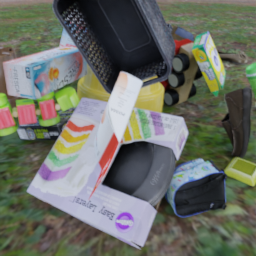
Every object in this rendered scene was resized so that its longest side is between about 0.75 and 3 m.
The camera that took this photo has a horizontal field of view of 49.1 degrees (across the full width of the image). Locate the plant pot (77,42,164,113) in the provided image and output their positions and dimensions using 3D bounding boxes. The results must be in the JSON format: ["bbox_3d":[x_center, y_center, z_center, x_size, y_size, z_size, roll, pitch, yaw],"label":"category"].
[{"bbox_3d":[-0.180,-1.858,9.090,2.898,2.726,2.898,5,25,-2],"label":"plant pot"}]

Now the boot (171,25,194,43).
[{"bbox_3d":[2.983,-3.907,13.463,3.000,1.454,1.121,-1,37,-35],"label":"boot"}]

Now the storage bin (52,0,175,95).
[{"bbox_3d":[-0.187,-2.247,6.419,1.769,2.617,1.227,-16,36,27],"label":"storage bin"}]

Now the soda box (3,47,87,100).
[{"bbox_3d":[-1.953,-1.484,7.118,0.834,0.775,2.438,10,27,18],"label":"soda box"}]

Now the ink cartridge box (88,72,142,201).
[{"bbox_3d":[-0.396,0.179,4.701,0.451,1.460,1.800,25,61,-3],"label":"ink cartridge box"}]

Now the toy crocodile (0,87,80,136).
[{"bbox_3d":[-2.570,-0.381,6.841,2.805,0.947,0.866,-14,24,-16],"label":"toy crocodile"}]

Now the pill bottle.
[{"bbox_3d":[-1.971,-3.568,10.317,0.814,1.496,0.814,16,19,-6],"label":"pill bottle"}]

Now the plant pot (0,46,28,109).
[{"bbox_3d":[-4.607,-1.741,9.940,2.001,1.981,2.001,0,30,0],"label":"plant pot"}]

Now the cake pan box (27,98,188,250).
[{"bbox_3d":[-0.372,0.728,5.782,2.738,0.716,2.521,15,68,30],"label":"cake pan box"}]

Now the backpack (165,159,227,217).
[{"bbox_3d":[1.353,1.272,5.888,1.158,1.059,0.851,-15,27,-12],"label":"backpack"}]

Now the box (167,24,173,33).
[{"bbox_3d":[1.474,-4.552,14.587,1.963,1.210,1.947,18,4,28],"label":"box"}]

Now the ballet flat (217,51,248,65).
[{"bbox_3d":[5.059,-3.880,14.780,2.542,0.589,0.857,26,40,36],"label":"ballet flat"}]

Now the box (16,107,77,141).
[{"bbox_3d":[-2.055,-0.162,8.213,1.973,0.437,1.580,-1,23,37],"label":"box"}]

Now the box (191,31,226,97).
[{"bbox_3d":[2.534,-1.909,8.558,0.425,1.757,1.031,-12,36,34],"label":"box"}]

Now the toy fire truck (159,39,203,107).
[{"bbox_3d":[1.204,-2.247,9.998,1.619,2.215,2.517,-25,54,-27],"label":"toy fire truck"}]

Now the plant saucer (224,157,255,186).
[{"bbox_3d":[2.913,1.042,7.068,0.785,0.188,0.784,23,38,32],"label":"plant saucer"}]

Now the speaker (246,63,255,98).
[{"bbox_3d":[3.478,-0.983,7.108,0.602,1.362,0.602,-27,17,9],"label":"speaker"}]

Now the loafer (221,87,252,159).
[{"bbox_3d":[2.802,-0.117,7.299,0.713,1.997,0.729,5,28,26],"label":"loafer"}]
